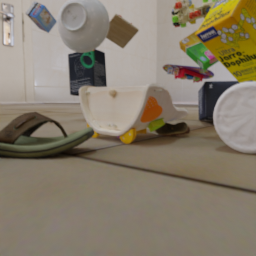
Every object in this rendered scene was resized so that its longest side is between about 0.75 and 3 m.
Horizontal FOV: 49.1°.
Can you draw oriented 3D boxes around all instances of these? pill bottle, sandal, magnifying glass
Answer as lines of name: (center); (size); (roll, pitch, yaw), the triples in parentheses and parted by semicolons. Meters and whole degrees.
pill bottle: (3.100, -0.306, 6.470); (1.456, 1.456, 2.593); (5, 8, 38)
sandal: (-2.171, 0.098, 5.655); (2.952, 0.842, 1.172); (0, 7, -3)
magnifying glass: (-1.360, -2.725, 10.147); (0.542, 1.362, 0.153); (33, 44, -2)

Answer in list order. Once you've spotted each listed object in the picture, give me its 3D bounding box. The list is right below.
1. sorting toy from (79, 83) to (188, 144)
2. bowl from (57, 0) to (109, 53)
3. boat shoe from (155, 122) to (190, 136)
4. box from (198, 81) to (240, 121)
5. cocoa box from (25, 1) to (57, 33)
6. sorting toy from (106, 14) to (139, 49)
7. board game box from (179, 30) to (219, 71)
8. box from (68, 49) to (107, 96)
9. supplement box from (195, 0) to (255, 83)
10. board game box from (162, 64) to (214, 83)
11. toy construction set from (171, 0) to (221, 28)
sorting toy: (0.359, -0.435, 7.957); (2.452, 1.455, 2.723); (-3, 7, -43)
bowl: (-1.448, -3.149, 8.251); (1.695, 1.695, 0.762); (2, 2, 14)
boat shoe: (1.285, 0.086, 8.131); (1.066, 0.384, 0.360); (-4, -30, 37)
box: (4.228, -1.035, 11.536); (2.420, 1.445, 2.461); (1, -2, 9)
cocoa box: (-3.426, -4.369, 11.099); (0.631, 0.641, 0.962); (31, -7, 23)
sorting toy: (-0.313, -3.741, 10.693); (1.063, 0.370, 1.056); (27, -42, -25)
board game box: (2.733, -2.767, 8.975); (1.739, 1.330, 0.351); (-34, -33, -3)
box: (-1.842, -2.454, 12.680); (1.410, 1.899, 1.017); (-4, -1, 32)
supplement box: (3.193, -2.285, 7.391); (2.364, 1.295, 1.287); (39, -19, -19)
board game box: (2.125, -1.851, 10.099); (1.852, 0.361, 1.463); (11, -2, 21)
toy construction set: (2.069, -3.508, 8.474); (1.987, 0.915, 1.303); (-9, 20, -30)
